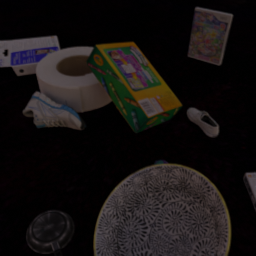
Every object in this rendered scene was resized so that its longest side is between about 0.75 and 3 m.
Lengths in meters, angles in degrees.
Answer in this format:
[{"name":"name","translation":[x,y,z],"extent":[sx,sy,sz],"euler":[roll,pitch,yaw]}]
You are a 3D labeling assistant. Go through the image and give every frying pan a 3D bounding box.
[{"name":"frying pan","translation":[-1.702,2.464,5.950],"extent":[1.043,0.281,1.725],"euler":[-4,38,-4]}]

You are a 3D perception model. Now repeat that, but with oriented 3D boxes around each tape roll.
[{"name":"tape roll","translation":[-1.772,-1.845,10.220],"extent":[2.981,1.042,2.981],"euler":[0,41,0]}]

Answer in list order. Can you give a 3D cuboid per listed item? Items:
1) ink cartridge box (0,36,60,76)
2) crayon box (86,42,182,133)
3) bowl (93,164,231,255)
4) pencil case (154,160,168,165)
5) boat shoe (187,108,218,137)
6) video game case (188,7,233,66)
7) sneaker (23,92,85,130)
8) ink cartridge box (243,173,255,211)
[{"name":"ink cartridge box","translation":[-4.215,-3.143,12.050],"extent":[2.589,0.562,2.565],"euler":[-9,42,-14]},{"name":"crayon box","translation":[0.180,-1.323,8.455],"extent":[1.630,0.800,2.745],"euler":[-21,70,-43]},{"name":"bowl","translation":[0.735,2.082,5.354],"extent":[2.558,1.200,2.558],"euler":[-17,48,20]},{"name":"pencil case","translation":[0.759,1.277,7.140],"extent":[0.457,0.421,0.990],"euler":[29,44,0]},{"name":"boat shoe","translation":[2.398,-0.297,8.905],"extent":[0.516,0.458,1.402],"euler":[-21,45,-22]},{"name":"video game case","translation":[3.321,-3.749,11.587],"extent":[1.506,2.103,0.189],"euler":[25,47,25]},{"name":"sneaker","translation":[-2.363,-0.282,8.785],"extent":[2.265,0.849,0.981],"euler":[22,62,25]},{"name":"ink cartridge box","translation":[3.692,1.656,6.745],"extent":[1.369,0.300,1.382],"euler":[-4,41,4]}]
